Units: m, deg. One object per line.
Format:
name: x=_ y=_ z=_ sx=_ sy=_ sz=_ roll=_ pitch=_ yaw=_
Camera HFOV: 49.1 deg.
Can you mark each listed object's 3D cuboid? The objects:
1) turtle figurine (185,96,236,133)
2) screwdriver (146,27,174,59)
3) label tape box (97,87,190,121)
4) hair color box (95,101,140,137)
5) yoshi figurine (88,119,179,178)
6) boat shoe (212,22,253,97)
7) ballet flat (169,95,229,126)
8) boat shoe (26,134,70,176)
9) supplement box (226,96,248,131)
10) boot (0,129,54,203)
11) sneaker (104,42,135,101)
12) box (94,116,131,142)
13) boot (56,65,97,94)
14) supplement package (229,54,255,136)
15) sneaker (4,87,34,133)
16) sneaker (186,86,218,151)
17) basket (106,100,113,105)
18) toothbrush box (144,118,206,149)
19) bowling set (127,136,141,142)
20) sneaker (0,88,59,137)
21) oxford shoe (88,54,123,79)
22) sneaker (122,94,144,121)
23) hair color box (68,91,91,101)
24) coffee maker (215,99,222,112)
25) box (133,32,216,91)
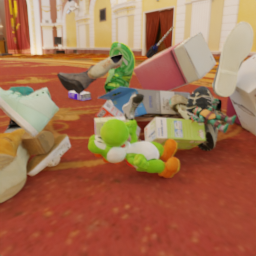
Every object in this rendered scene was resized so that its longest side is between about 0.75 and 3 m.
turtle figurine: x=2.079 y=-0.340 z=7.172 sx=1.170 sy=0.589 sz=0.876 roll=31 pitch=75 yaw=28
screwdriver: x=0.880 y=-2.479 z=8.112 sx=0.281 sy=0.270 sz=1.933 roll=38 pitch=-16 yaw=-2
label tape box: x=0.531 y=-0.748 z=9.906 sx=2.723 sy=0.862 sz=1.963 roll=0 pitch=-6 yaw=-27
hair color box: x=-0.304 y=-0.169 z=9.055 sx=1.467 sy=0.449 sz=0.745 roll=41 pitch=21 yaw=-8
yoshi figurine: x=0.175 y=0.409 z=6.615 sx=2.153 sy=1.205 sz=1.210 roll=14 pitch=-6 yaw=-11
boat shoe: x=2.695 y=-1.783 z=7.426 sx=0.720 sy=1.979 sz=0.611 roll=16 pitch=4 yaw=-1
ballet flat: x=2.262 y=-0.348 z=8.933 sx=2.138 sy=0.725 sz=0.805 roll=24 pitch=37 yaw=-4
boat shoe: x=-2.025 y=0.795 z=7.359 sx=0.535 sy=0.524 sz=1.511 roll=1 pitch=36 yaw=40
supplement box: x=5.455 y=-0.811 z=10.802 sx=2.668 sy=1.377 sz=1.747 roll=-2 pitch=19 yaw=-7
boot: x=-3.308 y=0.902 z=6.709 sx=2.059 sy=1.012 sz=2.875 roll=-6 pitch=24 yaw=26
sneaker: x=-0.378 y=-2.097 z=11.841 sx=1.107 sy=2.988 sz=1.248 roll=9 pitch=31 yaw=9
box: x=-0.406 y=0.211 z=8.274 sx=1.134 sy=0.997 sz=0.548 roll=-5 pitch=15 yaw=-10
boot: x=-1.969 y=-2.099 z=11.565 sx=1.351 sy=0.716 sz=2.053 roll=-41 pitch=45 yaw=-21
supplement package: x=3.939 y=-0.818 z=8.234 sx=1.275 sy=2.173 sz=1.271 roll=-35 pitch=33 yaw=3
sneaker: x=-3.603 y=-0.525 z=9.425 sx=1.152 sy=1.664 sz=2.755 roll=-2 pitch=22 yaw=-4
sneaker: x=2.268 y=-0.351 z=8.334 sx=0.773 sy=1.993 sz=0.860 roll=7 pitch=32 yaw=32
basket: x=-0.139 y=-0.694 z=11.351 sx=1.311 sy=0.809 sz=0.889 roll=-9 pitch=21 yaw=-24
toothbrush box: x=1.284 y=0.184 z=7.894 sx=1.424 sy=0.613 sz=1.037 roll=2 pitch=-18 yaw=-13
bowling set: x=-0.110 y=0.448 z=7.429 sx=0.834 sy=0.447 sz=0.580 roll=-25 pitch=-15 yaw=25
sneaker: x=-2.476 y=-0.687 z=6.695 sx=1.781 sy=0.655 sz=1.051 roll=39 pitch=71 yaw=11
oxford shoe: x=-0.766 y=-2.164 z=9.592 sx=1.413 sy=0.500 sz=0.521 roll=-38 pitch=-3 yaw=-23
sneaker: x=0.150 y=-0.457 z=7.147 sx=0.342 sy=0.526 sz=0.910 roll=10 pitch=-28 yaw=-23
hair color box: x=-2.651 y=-1.767 z=15.276 sx=1.173 sy=0.380 sz=0.641 roll=14 pitch=22 yaw=41
coffee maker: x=3.816 y=-0.901 z=12.481 sx=0.920 sy=0.645 sz=0.958 roll=36 pitch=35 yaw=23
box: x=1.664 y=-2.240 z=10.260 sx=2.401 sy=1.308 sz=1.535 roll=-17 pitch=18 yaw=46
